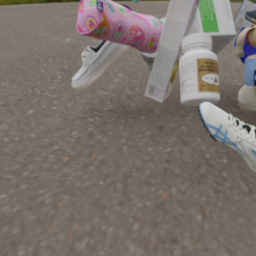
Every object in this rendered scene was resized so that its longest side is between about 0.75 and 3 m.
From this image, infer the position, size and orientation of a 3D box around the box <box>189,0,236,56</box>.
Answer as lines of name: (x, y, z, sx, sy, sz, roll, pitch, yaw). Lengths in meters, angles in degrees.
box: (2.737, -3.519, 9.867, 1.312, 1.524, 1.532, -5, -12, -10)

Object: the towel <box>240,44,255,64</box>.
towel: (5.275, -2.175, 10.254, 2.076, 0.697, 2.812, 1, 42, 4)

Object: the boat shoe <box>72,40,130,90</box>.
boat shoe: (-1.119, -2.502, 9.899, 2.778, 0.952, 1.000, -37, 36, 17)

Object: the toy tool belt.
toy tool belt: (4.084, -1.490, 7.662, 1.694, 2.714, 1.668, -15, 19, -15)

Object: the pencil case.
pencil case: (-0.123, -2.596, 7.075, 2.463, 1.077, 1.077, 1, 22, -45)

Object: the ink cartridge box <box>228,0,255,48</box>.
ink cartridge box: (5.408, -3.981, 11.698, 0.514, 2.161, 2.187, -35, 67, -24)

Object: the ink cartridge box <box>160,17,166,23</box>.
ink cartridge box: (1.572, -3.893, 12.121, 1.034, 1.780, 0.599, -20, 67, 6)

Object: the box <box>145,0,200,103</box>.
box: (1.090, -2.008, 7.086, 0.599, 2.891, 0.559, 25, 38, 16)

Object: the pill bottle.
pill bottle: (1.504, -1.224, 6.000, 0.806, 1.410, 0.806, -2, -6, 0)

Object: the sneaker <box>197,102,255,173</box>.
sneaker: (2.067, 0.123, 5.086, 1.931, 0.700, 0.694, 37, 39, -11)

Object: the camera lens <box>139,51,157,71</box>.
camera lens: (1.082, -2.914, 10.917, 1.165, 1.165, 1.456, 10, -8, 16)

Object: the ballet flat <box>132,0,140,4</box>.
ballet flat: (0.238, -4.652, 9.649, 0.382, 0.452, 1.196, 15, 43, -47)

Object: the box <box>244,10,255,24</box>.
box: (4.290, -3.466, 8.745, 0.976, 0.249, 0.770, -17, 46, -14)

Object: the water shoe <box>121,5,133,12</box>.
water shoe: (0.139, -4.127, 10.827, 0.518, 0.572, 1.449, -33, 76, -23)
